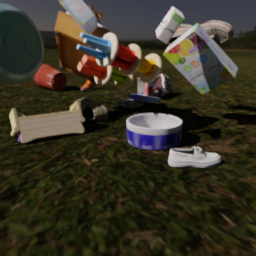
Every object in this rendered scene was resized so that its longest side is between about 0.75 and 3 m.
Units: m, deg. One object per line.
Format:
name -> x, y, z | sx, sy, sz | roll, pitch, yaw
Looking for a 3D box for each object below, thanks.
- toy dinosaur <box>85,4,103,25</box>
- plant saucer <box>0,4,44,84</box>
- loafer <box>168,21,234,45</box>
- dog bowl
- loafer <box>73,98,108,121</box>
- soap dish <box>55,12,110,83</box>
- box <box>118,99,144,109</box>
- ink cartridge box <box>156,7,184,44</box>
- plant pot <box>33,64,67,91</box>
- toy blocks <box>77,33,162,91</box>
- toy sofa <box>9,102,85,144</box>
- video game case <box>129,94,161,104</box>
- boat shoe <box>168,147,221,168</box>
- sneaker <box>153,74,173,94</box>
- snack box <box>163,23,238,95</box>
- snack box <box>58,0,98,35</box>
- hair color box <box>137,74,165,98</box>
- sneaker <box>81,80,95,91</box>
toy dinosaur -> -1.162, -4.001, 10.117 | 0.438, 1.449, 0.770 | -40, 23, -8
plant saucer -> -3.951, -2.895, 9.681 | 0.367, 2.678, 2.678 | 3, 16, 36
loafer -> 2.538, -3.299, 10.261 | 2.560, 0.920, 0.805 | 19, 57, 47
dog bowl -> 0.824, 0.084, 8.927 | 1.742, 0.686, 1.742 | 0, 18, 0
loafer -> -1.682, -0.760, 11.430 | 1.993, 0.750, 0.694 | 17, 20, 42
soap dish -> -1.793, -3.012, 10.926 | 2.033, 2.583, 1.049 | 24, 62, 5
box -> 0.131, -1.167, 13.538 | 1.006, 0.223, 0.806 | 15, 23, 38
ink cartridge box -> 1.240, -3.070, 8.401 | 0.376, 0.895, 0.651 | 27, 33, -18
plant pot -> -4.785, -3.058, 17.534 | 1.542, 1.585, 1.585 | 23, 28, 33
toy blocks -> -0.720, -2.179, 9.307 | 2.924, 1.062, 2.437 | 11, -13, -42
toy sofa -> -2.729, -0.141, 9.531 | 2.349, 1.146, 0.973 | -11, -4, -30
video game case -> 0.862, -1.421, 13.660 | 1.260, 0.286, 1.142 | 12, 8, 21
boat shoe -> 1.753, 0.734, 7.262 | 1.425, 0.476, 0.524 | -4, 18, -11
sneaker -> 1.012, -1.163, 8.428 | 0.386, 0.590, 1.021 | 32, 31, -19
snack box -> 2.547, -2.348, 9.903 | 1.545, 2.173, 0.576 | -28, 26, 51
snack box -> -1.633, -3.736, 8.749 | 0.501, 1.479, 1.248 | -43, 4, 2
hair color box -> 1.313, -2.230, 15.252 | 0.687, 1.192, 2.149 | 12, 22, 33
sneaker -> -2.557, -2.796, 17.578 | 0.574, 0.830, 1.481 | 6, 19, 17
